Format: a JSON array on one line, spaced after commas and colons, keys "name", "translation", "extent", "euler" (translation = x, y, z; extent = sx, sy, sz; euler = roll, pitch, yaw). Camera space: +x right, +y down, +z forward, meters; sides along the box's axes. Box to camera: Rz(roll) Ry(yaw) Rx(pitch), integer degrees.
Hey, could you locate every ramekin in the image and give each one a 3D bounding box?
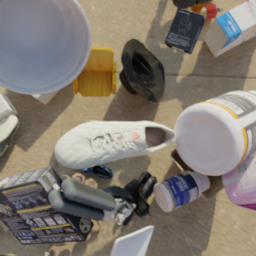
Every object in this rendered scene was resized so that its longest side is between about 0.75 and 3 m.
[{"name": "ramekin", "translation": [-2.287, -2.220, 6.611], "extent": [2.579, 2.579, 1.354], "euler": [-30, 45, -5]}]

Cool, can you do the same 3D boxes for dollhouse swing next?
[{"name": "dollhouse swing", "translation": [-0.948, -1.552, 7.929], "extent": [1.256, 1.104, 1.141], "euler": [1, 84, -5]}]

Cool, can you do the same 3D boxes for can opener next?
[{"name": "can opener", "translation": [0.209, 2.209, 8.808], "extent": [0.597, 0.740, 1.883], "euler": [36, 92, -3]}, {"name": "can opener", "translation": [-0.622, 1.459, 5.556], "extent": [0.620, 2.357, 0.783], "euler": [-43, 55, 8]}]

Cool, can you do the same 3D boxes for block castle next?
[{"name": "block castle", "translation": [2.519, -5.181, 9.341], "extent": [1.287, 1.833, 2.743], "euler": [-12, 82, -4]}]

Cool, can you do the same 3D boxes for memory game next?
[{"name": "memory game", "translation": [-1.673, 2.475, 8.653], "extent": [2.150, 0.137, 2.150], "euler": [4, 77, -18]}]

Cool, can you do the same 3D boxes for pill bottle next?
[{"name": "pill bottle", "translation": [2.401, -0.033, 6.508], "extent": [2.667, 1.552, 1.552], "euler": [-19, 79, -43]}, {"name": "pill bottle", "translation": [1.391, 1.556, 7.173], "extent": [1.345, 0.746, 0.746], "euler": [-18, 81, -23]}]

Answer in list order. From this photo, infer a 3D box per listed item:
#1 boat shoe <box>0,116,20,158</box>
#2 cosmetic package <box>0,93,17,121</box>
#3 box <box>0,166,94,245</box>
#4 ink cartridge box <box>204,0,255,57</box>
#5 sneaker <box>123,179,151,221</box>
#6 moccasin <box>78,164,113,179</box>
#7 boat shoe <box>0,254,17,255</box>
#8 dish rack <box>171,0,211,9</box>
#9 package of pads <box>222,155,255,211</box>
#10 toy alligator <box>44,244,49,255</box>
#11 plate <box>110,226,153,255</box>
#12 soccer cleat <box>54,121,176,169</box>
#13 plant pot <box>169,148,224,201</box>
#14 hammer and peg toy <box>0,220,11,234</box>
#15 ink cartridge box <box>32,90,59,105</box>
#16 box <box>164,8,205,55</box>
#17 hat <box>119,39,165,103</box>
[{"name": "boat shoe", "translation": [-4.173, 0.490, 9.061], "extent": [0.710, 0.594, 1.987], "euler": [31, 81, 31]}, {"name": "cosmetic package", "translation": [-4.301, -0.579, 9.152], "extent": [0.887, 0.742, 0.738], "euler": [-34, 83, -5]}, {"name": "box", "translation": [-1.904, 1.686, 5.753], "extent": [1.985, 0.487, 1.600], "euler": [-18, 114, 32]}, {"name": "ink cartridge box", "translation": [3.899, -3.486, 9.269], "extent": [2.440, 1.417, 0.820], "euler": [-29, 82, -4]}, {"name": "sneaker", "translation": [0.274, 1.889, 7.178], "extent": [0.467, 1.554, 0.810], "euler": [-35, 68, -17]}, {"name": "moccasin", "translation": [-1.106, 1.255, 9.002], "extent": [1.344, 0.458, 0.541], "euler": [15, 81, 2]}, {"name": "boat shoe", "translation": [-2.758, 3.767, 5.841], "extent": [0.879, 2.713, 0.993], "euler": [22, 97, -30]}, {"name": "dish rack", "translation": [1.396, -3.976, 6.582], "extent": [2.093, 0.744, 2.729], "euler": [-21, 64, -14]}, {"name": "package of pads", "translation": [3.737, 1.036, 6.075], "extent": [1.735, 2.880, 1.090], "euler": [23, 54, -32]}, {"name": "toy alligator", "translation": [-2.476, 3.094, 8.674], "extent": [0.533, 0.582, 1.963], "euler": [-9, 80, -31]}, {"name": "plate", "translation": [-0.035, 2.194, 4.784], "extent": [0.164, 1.012, 1.014], "euler": [25, 104, 38]}, {"name": "soccer cleat", "translation": [-0.177, 0.248, 5.574], "extent": [2.516, 0.976, 0.872], "euler": [-9, 94, -34]}, {"name": "plant pot", "translation": [2.302, 0.989, 8.527], "extent": [1.682, 1.491, 1.684], "euler": [-37, 82, -6]}, {"name": "hammer and peg toy", "translation": [-3.806, 2.707, 8.742], "extent": [1.456, 0.513, 1.071], "euler": [-35, 83, -5]}, {"name": "ink cartridge box", "translation": [-2.708, -2.180, 9.291], "extent": [1.667, 0.960, 2.284], "euler": [41, 83, 6]}, {"name": "box", "translation": [1.555, -2.632, 7.677], "extent": [0.740, 0.534, 0.997], "euler": [25, 102, 17]}, {"name": "hat", "translation": [0.295, -1.706, 9.167], "extent": [0.906, 2.246, 2.246], "euler": [-27, 79, 39]}]
